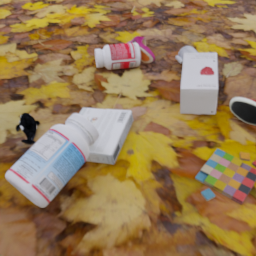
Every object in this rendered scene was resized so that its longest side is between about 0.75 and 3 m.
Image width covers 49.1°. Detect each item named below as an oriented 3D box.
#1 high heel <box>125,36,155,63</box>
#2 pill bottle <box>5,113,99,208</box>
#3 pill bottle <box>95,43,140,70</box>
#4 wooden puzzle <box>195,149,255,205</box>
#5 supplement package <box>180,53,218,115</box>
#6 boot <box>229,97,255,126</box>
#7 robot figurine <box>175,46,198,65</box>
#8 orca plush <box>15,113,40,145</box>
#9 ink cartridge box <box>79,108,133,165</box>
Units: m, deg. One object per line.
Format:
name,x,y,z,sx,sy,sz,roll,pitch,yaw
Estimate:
high heel,0.808,-3.539,12.420,1.100,0.772,2.293,-28,35,-14
pill bottle,-1.731,0.710,6.773,1.199,1.199,2.204,26,61,27
pill bottle,-0.446,-2.931,11.528,1.769,0.993,0.993,-8,42,-10
wooden puzzle,2.673,1.222,7.433,1.293,0.153,2.180,28,48,28
supplement package,2.409,-1.528,9.522,1.174,1.160,1.937,2,49,13
boot,4.444,-0.729,9.264,2.047,0.741,1.477,22,45,12
robot figurine,2.564,-2.900,11.669,1.158,0.771,1.366,-5,42,-14
orca plush,-3.180,-0.101,8.681,0.737,0.498,1.401,-4,41,-5
ink cartridge box,-0.934,0.167,8.414,1.711,0.429,1.972,4,42,20
